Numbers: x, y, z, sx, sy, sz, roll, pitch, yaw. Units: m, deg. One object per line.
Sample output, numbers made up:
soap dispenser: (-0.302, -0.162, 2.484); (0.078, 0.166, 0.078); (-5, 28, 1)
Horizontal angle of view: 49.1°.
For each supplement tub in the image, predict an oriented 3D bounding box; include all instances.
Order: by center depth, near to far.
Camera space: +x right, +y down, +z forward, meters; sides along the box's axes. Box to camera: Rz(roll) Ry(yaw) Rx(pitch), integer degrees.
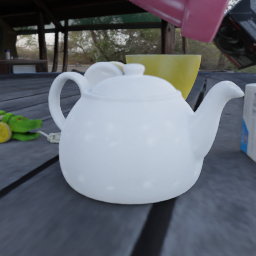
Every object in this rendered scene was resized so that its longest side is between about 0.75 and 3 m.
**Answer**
supplement tub: (-0.761, -1.970, 12.220); (1.806, 1.806, 2.485); (3, 15, 12)

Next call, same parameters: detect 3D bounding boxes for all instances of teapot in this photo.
teapot: (0.009, -0.091, 4.493); (2.488, 1.817, 2.456); (-4, 14, -13)

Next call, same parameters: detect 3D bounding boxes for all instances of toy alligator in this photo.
toy alligator: (-2.827, -0.075, 6.804); (2.858, 0.687, 0.947); (1, 14, 7)

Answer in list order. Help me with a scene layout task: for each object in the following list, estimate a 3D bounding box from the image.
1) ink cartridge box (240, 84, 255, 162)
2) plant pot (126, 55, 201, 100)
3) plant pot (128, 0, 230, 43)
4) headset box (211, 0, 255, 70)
ink cartridge box: (3.031, 0.008, 4.893); (1.397, 1.422, 1.932); (1, 14, 3)
plant pot: (1.355, -1.839, 11.153); (2.903, 2.061, 2.903); (0, 13, 0)
plant pot: (0.816, -2.680, 4.611); (1.874, 2.094, 2.094); (18, 16, 7)
headset box: (3.420, -2.738, 8.384); (0.896, 1.727, 2.320); (-46, 5, 0)
